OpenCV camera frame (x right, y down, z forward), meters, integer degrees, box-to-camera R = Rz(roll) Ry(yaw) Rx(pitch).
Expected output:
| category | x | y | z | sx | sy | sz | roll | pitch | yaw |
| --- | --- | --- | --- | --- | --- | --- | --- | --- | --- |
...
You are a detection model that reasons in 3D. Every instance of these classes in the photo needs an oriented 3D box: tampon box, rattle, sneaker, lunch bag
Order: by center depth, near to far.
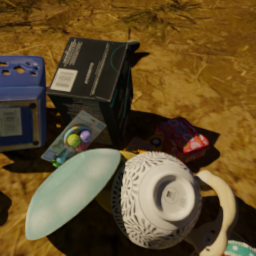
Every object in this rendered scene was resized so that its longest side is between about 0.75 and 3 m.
| category | x | y | z | sx | sy | sz | roll | pitch | yaw |
| --- | --- | --- | --- | --- | --- | --- | --- | --- | --- |
| rattle | 1.620 | 1.993 | 6.274 | 1.856 | 2.037 | 2.852 | -24 | 38 | 10 |
| tampon box | -0.961 | -1.031 | 8.846 | 1.794 | 2.842 | 2.130 | 9 | 64 | 10 |
| lunch bag | 1.841 | 0.347 | 9.331 | 1.439 | 0.669 | 1.634 | -13 | 46 | -28 |
| sneaker | -0.016 | -3.571 | 13.643 | 1.862 | 0.696 | 0.989 | -30 | 56 | -18 |

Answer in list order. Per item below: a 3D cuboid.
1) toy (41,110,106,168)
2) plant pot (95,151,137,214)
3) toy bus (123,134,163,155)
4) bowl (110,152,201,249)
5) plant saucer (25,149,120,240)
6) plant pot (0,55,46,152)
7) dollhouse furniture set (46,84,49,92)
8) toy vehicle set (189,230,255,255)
| category | x | y | z | sx | sy | sz | roll | pitch | yaw |
| --- | --- | --- | --- | --- | --- | --- | --- | --- | --- |
| toy | -1.419 | 0.450 | 7.658 | 1.739 | 1.001 | 0.411 | -45 | 47 | 10 |
| plant pot | -0.282 | 1.332 | 7.357 | 1.756 | 1.246 | 1.756 | -5 | 67 | 13 |
| toy bus | 0.218 | 1.067 | 8.506 | 0.914 | 0.760 | 2.334 | 21 | 47 | 23 |
| bowl | 0.794 | 1.542 | 6.187 | 2.242 | 1.052 | 2.242 | 4 | 74 | -13 |
| plant saucer | -1.513 | 1.359 | 6.930 | 2.968 | 0.571 | 2.968 | -36 | 14 | 10 |
| plant pot | -3.778 | -0.676 | 8.759 | 2.521 | 2.522 | 2.267 | -4 | 38 | -21 |
| dollhouse furniture set | -3.627 | -0.941 | 10.544 | 0.779 | 0.912 | 1.760 | 41 | 43 | 11 |
| toy vehicle set | 2.168 | 3.123 | 6.679 | 1.622 | 0.215 | 1.008 | -30 | 51 | -28 |
